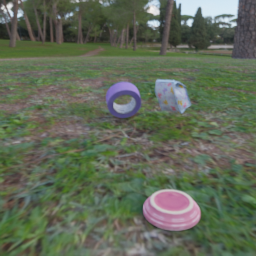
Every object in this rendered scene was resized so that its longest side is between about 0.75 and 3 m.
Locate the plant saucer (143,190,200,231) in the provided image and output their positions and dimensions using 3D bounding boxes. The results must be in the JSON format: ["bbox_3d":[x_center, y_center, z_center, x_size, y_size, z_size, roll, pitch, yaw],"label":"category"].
[{"bbox_3d":[0.944,1.722,6.117,1.239,0.314,1.239,-1,19,0],"label":"plant saucer"}]

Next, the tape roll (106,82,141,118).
[{"bbox_3d":[-0.210,-1.240,12.657,1.534,1.534,0.652,-3,42,-9],"label":"tape roll"}]

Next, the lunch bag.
[{"bbox_3d":[1.711,-1.304,10.885,0.817,1.285,1.090,-43,32,-25],"label":"lunch bag"}]
